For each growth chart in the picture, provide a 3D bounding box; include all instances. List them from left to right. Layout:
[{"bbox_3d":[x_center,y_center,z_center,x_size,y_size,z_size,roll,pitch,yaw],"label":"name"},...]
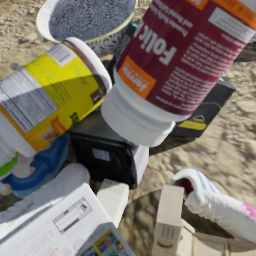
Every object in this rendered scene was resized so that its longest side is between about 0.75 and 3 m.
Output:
[{"bbox_3d":[-2.422,-0.163,5.987,2.149,0.263,2.970,14,60,19],"label":"growth chart"}]

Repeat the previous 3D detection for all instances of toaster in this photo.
[{"bbox_3d":[-0.288,0.460,5.522,1.459,1.319,0.866,9,44,22],"label":"toaster"}]

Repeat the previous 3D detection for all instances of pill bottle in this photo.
[{"bbox_3d":[-1.621,-0.431,5.114,2.509,1.371,1.371,-39,55,-14],"label":"pill bottle"},{"bbox_3d":[0.686,-1.037,4.315,1.475,2.584,1.475,25,29,-15],"label":"pill bottle"}]

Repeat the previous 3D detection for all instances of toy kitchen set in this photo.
[{"bbox_3d":[1.143,1.915,3.988,1.620,1.461,1.321,8,41,11],"label":"toy kitchen set"}]

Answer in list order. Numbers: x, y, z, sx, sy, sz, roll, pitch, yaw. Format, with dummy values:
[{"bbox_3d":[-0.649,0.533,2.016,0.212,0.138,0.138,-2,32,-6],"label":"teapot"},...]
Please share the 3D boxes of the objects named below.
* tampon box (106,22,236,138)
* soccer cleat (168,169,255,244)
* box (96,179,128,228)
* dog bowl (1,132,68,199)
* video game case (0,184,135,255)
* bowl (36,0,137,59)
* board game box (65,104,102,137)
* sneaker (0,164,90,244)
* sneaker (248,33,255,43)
[{"bbox_3d":[0.875,-1.113,6.673,1.795,1.512,2.395,8,34,-38],"label":"tampon box"},{"bbox_3d":[1.520,1.453,5.034,0.832,0.673,1.927,-8,32,-40],"label":"soccer cleat"},{"bbox_3d":[-0.459,1.668,4.938,0.494,0.594,1.446,15,45,13],"label":"box"},{"bbox_3d":[-1.901,0.733,5.969,0.970,0.432,1.741,10,46,16],"label":"dog bowl"},{"bbox_3d":[-0.913,2.191,3.826,2.160,0.247,1.966,-34,90,-29],"label":"video game case"},{"bbox_3d":[-0.966,-2.723,7.597,2.644,1.241,2.644,-6,58,9],"label":"bowl"},{"bbox_3d":[-1.515,-0.928,7.425,2.626,0.810,2.625,-3,44,-2],"label":"board game box"},{"bbox_3d":[-1.547,1.509,4.516,1.068,1.014,2.653,33,48,-6],"label":"sneaker"},{"bbox_3d":[2.857,-2.398,6.527,2.703,0.987,0.957,-31,46,13],"label":"sneaker"}]
